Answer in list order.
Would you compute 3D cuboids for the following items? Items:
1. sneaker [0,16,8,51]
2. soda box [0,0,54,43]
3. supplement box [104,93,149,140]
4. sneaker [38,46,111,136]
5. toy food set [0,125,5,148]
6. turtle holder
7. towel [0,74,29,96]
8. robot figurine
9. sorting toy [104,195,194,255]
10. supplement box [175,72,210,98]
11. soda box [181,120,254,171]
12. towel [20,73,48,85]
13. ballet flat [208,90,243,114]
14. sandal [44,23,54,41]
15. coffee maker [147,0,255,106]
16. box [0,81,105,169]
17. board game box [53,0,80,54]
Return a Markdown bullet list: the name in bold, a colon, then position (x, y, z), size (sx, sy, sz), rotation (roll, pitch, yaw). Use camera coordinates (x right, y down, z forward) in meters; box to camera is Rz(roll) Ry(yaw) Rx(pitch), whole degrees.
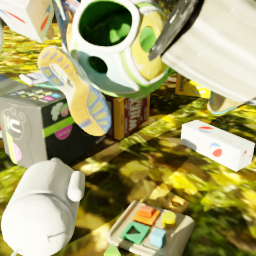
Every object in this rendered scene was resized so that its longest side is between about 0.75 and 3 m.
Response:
- **sneaker**: position (-3.527, -2.613, 7.354), size (0.823, 2.180, 1.240), rotation (4, 6, -6)
- **soda box**: position (-1.925, -2.321, 5.234), size (0.732, 0.784, 2.301), rotation (22, 0, -12)
- **supplement box**: position (-0.494, -0.640, 8.098), size (1.676, 1.113, 1.653), rotation (14, 28, 28)
- **sneaker**: position (-0.789, -0.656, 4.740), size (0.627, 1.666, 0.734), rotation (-28, 20, 10)
- **toy food set**: position (-3.251, 0.190, 7.108), size (0.451, 0.478, 1.002), rotation (-11, 25, 1)
- **turtle holder**: position (0.031, -1.454, 5.302), size (2.613, 1.985, 1.855), rotation (43, 6, 12)
- **towel**: position (-3.426, -0.965, 8.662), size (2.766, 0.329, 2.032), rotation (23, 26, 0)
- **robot figurine**: position (-1.261, 1.186, 4.282), size (1.487, 0.990, 1.754), rotation (-37, 21, 15)
- **sorting toy**: position (0.383, 1.541, 4.396), size (1.106, 0.267, 1.964), rotation (13, 27, 25)
- **supplement box**: position (2.890, -2.308, 11.396), size (1.391, 1.382, 2.539), rotation (9, 26, 18)
- **soda box**: position (2.048, 0.361, 6.640), size (0.569, 0.532, 1.672), rotation (-17, 30, -32)
- **towel**: position (-3.868, -2.359, 12.910), size (1.870, 0.223, 1.373), rotation (-17, 30, -33)
- **ballet flat**: position (3.810, -1.233, 9.495), size (2.922, 0.921, 1.003), rotation (-19, 16, -35)
- **sandal**: position (-2.369, -2.955, 6.950), size (0.747, 0.832, 2.270), rotation (1, -14, 21)
- **coffee maker**: position (1.933, -1.195, 3.276), size (2.586, 2.484, 1.742), rotation (31, 17, -7)
- **box**: position (-1.653, -0.178, 6.533), size (1.325, 1.584, 2.132), rotation (13, 28, 26)
- **board game box**: position (-1.646, -2.892, 8.540), size (0.355, 2.059, 1.394), rotation (-32, 55, -23)
